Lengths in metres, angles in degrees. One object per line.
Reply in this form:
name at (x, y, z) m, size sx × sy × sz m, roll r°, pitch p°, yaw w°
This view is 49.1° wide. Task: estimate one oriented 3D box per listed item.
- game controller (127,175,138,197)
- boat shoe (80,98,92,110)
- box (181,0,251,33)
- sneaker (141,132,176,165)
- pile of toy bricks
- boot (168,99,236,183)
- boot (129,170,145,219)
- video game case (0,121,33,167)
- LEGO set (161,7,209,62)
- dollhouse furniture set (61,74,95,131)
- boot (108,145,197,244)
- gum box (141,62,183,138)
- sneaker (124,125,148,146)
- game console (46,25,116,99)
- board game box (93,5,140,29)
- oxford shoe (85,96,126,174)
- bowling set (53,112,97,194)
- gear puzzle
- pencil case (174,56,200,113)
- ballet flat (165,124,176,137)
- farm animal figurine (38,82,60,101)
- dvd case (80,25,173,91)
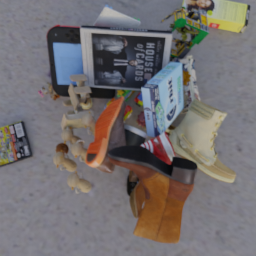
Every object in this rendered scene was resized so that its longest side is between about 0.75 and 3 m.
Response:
game controller at (0.805, 2.153, 10.439) m, size 1.719 × 0.362 × 0.897 m, roll 0°, pitch 77°, yaw 1°
boat shoe at (-1.855, -1.636, 11.112) m, size 0.639 × 0.679 × 1.783 m, roll -23°, pitch 77°, yaw -4°
box at (3.636, -4.836, 11.828) m, size 2.767 × 0.693 × 1.041 m, roll 11°, pitch 78°, yaw 2°
sneaker at (0.890, 1.142, 8.938) m, size 1.329 × 2.301 × 0.901 m, roll -20°, pitch 39°, yaw 4°
pile of toy bricks at (0.061, -1.533, 10.723) m, size 1.519 × 1.352 × 2.738 m, roll 37°, pitch 81°, yaw 9°
boot at (2.910, 0.433, 9.666) m, size 2.683 × 0.977 × 2.085 m, roll 34°, pitch 104°, yaw 13°
boot at (0.731, 2.079, 9.100) m, size 1.321 × 0.629 × 1.707 m, roll 6°, pitch 62°, yaw -12°
video game case at (-4.553, 0.622, 10.869) m, size 1.347 × 0.190 × 1.490 m, roll -18°, pitch 79°, yaw -4°
LEGO set at (1.962, -3.755, 10.650) m, size 1.738 × 2.260 × 1.310 m, roll 9°, pitch 62°, yaw -13°
dollhouse furniture set at (-1.907, -0.784, 9.617) m, size 1.018 × 1.438 × 1.565 m, roll -9°, pitch 62°, yaw -29°
boot at (0.501, 1.950, 8.106) m, size 2.535 × 0.922 × 2.693 m, roll 10°, pitch 114°, yaw 1°
gum box at (1.159, -0.919, 8.886) m, size 0.443 × 1.688 × 1.987 m, roll 12°, pitch 39°, yaw 30°
sneaker at (-0.248, 0.561, 9.796) m, size 0.894 × 2.529 × 1.254 m, roll 29°, pitch 84°, yaw -19°
game console at (-1.585, -2.234, 9.924) m, size 2.370 × 2.680 × 0.416 m, roll 5°, pitch 39°, yaw 0°
board game box at (-0.418, -3.398, 9.229) m, size 1.254 × 1.253 × 0.162 m, roll 14°, pitch 69°, yaw -24°
oxford shoe at (-0.492, 0.183, 8.744) m, size 0.938 × 0.918 × 2.574 m, roll 36°, pitch 59°, yaw -29°
bowling set at (-1.909, 0.785, 9.095) m, size 1.752 × 1.351 × 2.517 m, roll 1°, pitch 66°, yaw 22°
gear puzzle at (1.444, -1.020, 10.503) m, size 2.756 × 0.361 × 1.427 m, roll -53°, pitch 50°, yaw 3°
pencil case at (2.331, -1.638, 10.961) m, size 0.866 × 0.995 × 2.225 m, roll -6°, pitch 78°, yaw 0°
ballet flat at (1.595, 0.111, 10.751) m, size 1.951 × 0.637 × 0.688 m, roll 21°, pitch 78°, yaw 5°
farm animal figurine at (-3.068, -1.411, 11.230) m, size 0.895 × 0.450 × 0.723 m, roll 16°, pitch 59°, yaw 7°
dvd case at (-0.090, -2.235, 9.336) m, size 2.870 × 2.157 × 0.355 m, roll 5°, pitch 41°, yaw 3°
